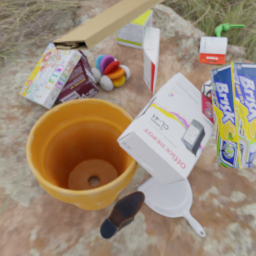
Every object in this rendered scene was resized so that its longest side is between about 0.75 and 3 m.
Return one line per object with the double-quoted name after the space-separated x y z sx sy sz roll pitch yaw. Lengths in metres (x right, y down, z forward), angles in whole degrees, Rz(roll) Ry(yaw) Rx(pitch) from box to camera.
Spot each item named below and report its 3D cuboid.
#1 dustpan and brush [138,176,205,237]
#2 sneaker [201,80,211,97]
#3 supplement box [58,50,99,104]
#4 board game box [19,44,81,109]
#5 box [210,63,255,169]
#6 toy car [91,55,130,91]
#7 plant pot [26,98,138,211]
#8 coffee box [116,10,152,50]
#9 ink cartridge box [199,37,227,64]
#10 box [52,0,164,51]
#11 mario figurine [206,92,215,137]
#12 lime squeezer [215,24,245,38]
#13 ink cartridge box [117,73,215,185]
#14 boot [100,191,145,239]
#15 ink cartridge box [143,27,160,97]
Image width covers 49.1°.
1.470 2.229 8.169 1.495 0.613 2.142 -35 54 -11 "dustpan and brush"
3.871 -1.529 10.734 1.825 0.728 1.187 -26 59 -18 "sneaker"
-2.143 -2.082 10.812 1.365 0.764 2.509 -30 55 12 "supplement box"
-2.925 -1.984 10.466 1.571 0.400 2.337 21 79 35 "board game box"
2.276 -0.248 5.844 0.738 0.677 2.105 -4 88 -23 "box"
-0.743 -2.313 11.054 1.315 1.127 1.503 -38 62 -24 "toy car"
-1.075 1.027 7.751 2.748 2.516 2.748 0 54 -1 "plant pot"
0.276 -4.525 12.576 1.276 1.262 1.274 18 56 12 "coffee box"
3.709 -3.402 12.265 1.101 0.325 1.375 7 57 11 "ink cartridge box"
-0.476 -2.782 7.240 2.683 0.285 2.193 -38 31 -19 "box"
2.293 -0.536 7.148 1.941 1.029 1.198 -19 52 23 "mario figurine"
4.597 -4.561 13.142 0.808 0.431 2.288 38 62 24 "lime squeezer"
0.995 0.004 6.270 1.508 0.875 2.044 42 58 -6 "ink cartridge box"
-0.038 1.274 4.245 0.898 0.435 0.336 -47 71 9 "boot"
0.565 -1.517 7.519 0.443 1.423 1.768 7 67 7 "ink cartridge box"
